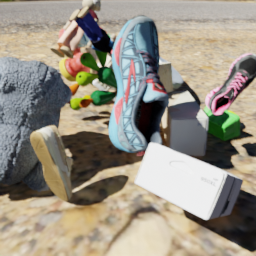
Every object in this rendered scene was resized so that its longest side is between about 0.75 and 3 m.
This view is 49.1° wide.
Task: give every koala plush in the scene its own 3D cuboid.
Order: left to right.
[{"bbox_3d":[-2.345,0.027,5.895,2.194,2.474,2.273,23,-23,-30],"label":"koala plush"}]

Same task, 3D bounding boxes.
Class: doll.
[{"bbox_3d":[-0.657,-2.132,6.641,1.024,1.501,0.364,4,61,42],"label":"doll"}]

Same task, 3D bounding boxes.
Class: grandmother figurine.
[{"bbox_3d":[-1.286,-2.826,7.561,1.215,0.607,2.004,17,75,26],"label":"grandmother figurine"}]

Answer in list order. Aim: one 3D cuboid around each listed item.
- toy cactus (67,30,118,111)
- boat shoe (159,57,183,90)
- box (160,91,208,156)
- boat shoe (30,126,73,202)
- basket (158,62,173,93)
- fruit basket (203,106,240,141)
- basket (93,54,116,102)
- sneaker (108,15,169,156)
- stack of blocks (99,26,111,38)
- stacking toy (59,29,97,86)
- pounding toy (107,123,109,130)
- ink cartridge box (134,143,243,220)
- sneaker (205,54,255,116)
[{"bbox_3d":[-0.507,-1.365,8.342,2.409,2.920,1.493,35,12,-26],"label":"toy cactus"},{"bbox_3d":[1.096,-1.757,10.272,1.064,1.228,2.880,25,23,-19],"label":"boat shoe"},{"bbox_3d":[1.397,-0.196,7.479,0.856,1.046,2.202,-1,22,0],"label":"box"},{"bbox_3d":[-1.335,0.696,5.447,0.584,1.584,0.548,7,31,36],"label":"boat shoe"},{"bbox_3d":[0.735,-1.384,7.959,0.739,0.919,0.910,9,21,41],"label":"basket"},{"bbox_3d":[2.791,-0.246,8.087,1.210,0.873,1.210,-11,39,9],"label":"fruit basket"},{"bbox_3d":[-0.191,-1.720,9.298,1.494,1.212,1.507,37,29,-24],"label":"basket"},{"bbox_3d":[0.424,-0.855,5.788,1.147,2.893,1.382,-2,9,-32],"label":"sneaker"},{"bbox_3d":[-0.894,-2.958,9.185,0.809,0.411,1.405,34,7,-7],"label":"stack of blocks"},{"bbox_3d":[-1.377,-2.518,9.595,0.891,2.109,1.909,-22,-23,33],"label":"stacking toy"},{"bbox_3d":[0.302,-0.276,7.304,1.032,1.036,1.805,-6,8,27],"label":"pounding toy"},{"bbox_3d":[1.150,0.952,4.973,1.322,0.770,1.829,21,-2,32],"label":"ink cartridge box"},{"bbox_3d":[2.245,-0.855,5.964,0.602,1.524,0.727,32,29,0],"label":"sneaker"}]
